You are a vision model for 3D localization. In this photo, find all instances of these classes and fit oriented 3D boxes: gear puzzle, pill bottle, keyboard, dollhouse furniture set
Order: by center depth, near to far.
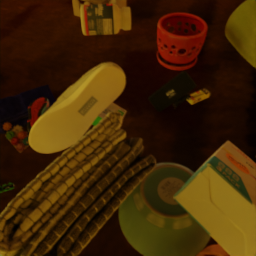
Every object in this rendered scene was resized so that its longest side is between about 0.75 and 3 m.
[{"bbox_3d":[-3.019,0.175,7.527,0.505,0.128,0.975,-43,75,-14],"label":"gear puzzle"},{"bbox_3d":[1.355,-0.994,8.307,0.789,1.515,0.300,55,40,-1],"label":"keyboard"},{"bbox_3d":[-0.899,-4.433,11.447,1.965,1.175,1.175,-4,48,-3],"label":"pill bottle"},{"bbox_3d":[-1.197,-5.883,12.576,2.133,1.417,1.869,24,52,20],"label":"dollhouse furniture set"}]

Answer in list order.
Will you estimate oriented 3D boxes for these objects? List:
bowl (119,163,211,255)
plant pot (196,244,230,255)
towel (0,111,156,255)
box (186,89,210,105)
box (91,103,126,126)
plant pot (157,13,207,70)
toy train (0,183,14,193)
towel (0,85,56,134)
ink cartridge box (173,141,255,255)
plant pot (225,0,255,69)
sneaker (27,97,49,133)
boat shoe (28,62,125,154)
[{"bbox_3d":[0.848,1.604,6.042,2.157,1.128,2.157,-1,48,1],"label":"bowl"},{"bbox_3d":[2.005,2.639,5.061,0.988,1.411,1.411,-21,49,-40],"label":"plant pot"},{"bbox_3d":[-0.998,1.401,5.275,1.277,2.471,2.984,43,56,4],"label":"towel"},{"bbox_3d":[2.266,-1.017,9.022,0.766,0.192,0.288,-23,52,-19],"label":"box"},{"bbox_3d":[-0.628,-0.346,7.759,0.907,0.439,0.801,31,44,1],"label":"box"},{"bbox_3d":[1.825,-2.974,9.889,1.668,1.519,1.668,0,47,0],"label":"plant pot"},{"bbox_3d":[-3.143,1.514,6.695,0.837,0.236,0.175,-15,71,-13],"label":"toy train"},{"bbox_3d":[-3.130,-0.663,8.512,1.871,0.464,1.382,-22,53,-19],"label":"towel"},{"bbox_3d":[2.092,1.169,5.359,1.550,0.914,2.693,44,24,15],"label":"ink cartridge box"},{"bbox_3d":[4.941,-2.887,9.564,2.345,2.345,2.506,-10,62,-9],"label":"plant pot"},{"bbox_3d":[-2.470,-0.238,7.882,0.561,0.675,1.414,-8,51,8],"label":"sneaker"},{"bbox_3d":[-1.269,-0.541,6.768,2.833,1.020,0.970,-47,23,13],"label":"boat shoe"}]
